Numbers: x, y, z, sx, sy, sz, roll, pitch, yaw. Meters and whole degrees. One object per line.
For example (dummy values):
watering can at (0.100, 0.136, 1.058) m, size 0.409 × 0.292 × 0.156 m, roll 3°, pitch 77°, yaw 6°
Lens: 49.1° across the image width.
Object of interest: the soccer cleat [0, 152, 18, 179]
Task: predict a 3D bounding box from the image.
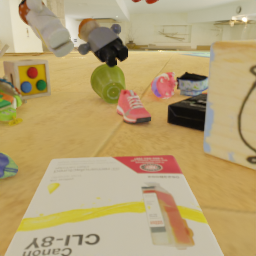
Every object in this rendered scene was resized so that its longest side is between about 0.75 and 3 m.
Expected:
soccer cleat at (-2.662, 0.622, 5.364) m, size 1.635 × 0.528 × 0.684 m, roll 13°, pitch -9°, yaw 46°

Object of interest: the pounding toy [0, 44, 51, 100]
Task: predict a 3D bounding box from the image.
pounding toy at (-4.373, -2.191, 11.018) m, size 1.089 × 2.090 × 2.379 m, roll 17°, pitch 25°, yaw 40°

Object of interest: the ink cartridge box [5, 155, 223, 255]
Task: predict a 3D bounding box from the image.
ink cartridge box at (-0.124, 1.159, 2.741) m, size 1.673 × 0.961 × 2.305 m, roll -1°, pitch 18°, yaw -3°

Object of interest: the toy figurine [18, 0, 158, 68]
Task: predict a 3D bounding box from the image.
toy figurine at (-0.859, -2.713, 5.785) m, size 2.536 × 2.497 × 1.765 m, roll -6°, pitch 46°, yaw -47°

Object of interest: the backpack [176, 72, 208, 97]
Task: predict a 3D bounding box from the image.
backpack at (2.755, -1.818, 11.805) m, size 1.171 × 0.860 × 1.071 m, roll 12°, pitch 32°, yaw 35°

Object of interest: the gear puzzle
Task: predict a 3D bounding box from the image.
gear puzzle at (-3.976, -1.288, 9.471) m, size 1.191 × 0.301 × 2.300 m, roll 25°, pitch -13°, yaw 5°

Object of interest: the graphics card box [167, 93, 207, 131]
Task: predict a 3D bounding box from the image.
graphics card box at (2.413, -0.533, 8.413) m, size 1.495 × 0.606 × 2.383 m, roll 15°, pitch 22°, yaw 36°

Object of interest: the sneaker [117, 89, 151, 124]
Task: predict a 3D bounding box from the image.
sneaker at (0.093, -0.698, 8.537) m, size 0.716 × 0.843 × 1.943 m, roll -7°, pitch 20°, yaw -20°

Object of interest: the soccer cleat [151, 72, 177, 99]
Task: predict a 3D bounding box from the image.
soccer cleat at (1.368, -1.745, 11.898) m, size 1.095 × 0.955 × 2.864 m, roll -20°, pitch 13°, yaw 25°

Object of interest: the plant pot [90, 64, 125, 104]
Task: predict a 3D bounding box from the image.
plant pot at (-0.679, -1.599, 10.749) m, size 1.392 × 1.392 × 1.341 m, roll -4°, pitch 30°, yaw -13°

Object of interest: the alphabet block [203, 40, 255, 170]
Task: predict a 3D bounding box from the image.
alphabet block at (3.257, -0.509, 5.551) m, size 2.440 × 2.427 × 2.484 m, roll -18°, pitch 25°, yaw -39°

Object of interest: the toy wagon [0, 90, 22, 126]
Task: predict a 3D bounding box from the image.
toy wagon at (-4.123, -0.641, 8.436) m, size 2.285 × 0.452 × 1.773 m, roll 19°, pitch 30°, yaw 24°
